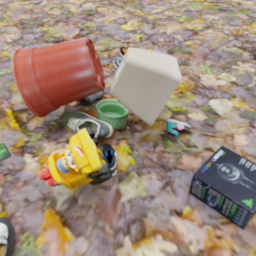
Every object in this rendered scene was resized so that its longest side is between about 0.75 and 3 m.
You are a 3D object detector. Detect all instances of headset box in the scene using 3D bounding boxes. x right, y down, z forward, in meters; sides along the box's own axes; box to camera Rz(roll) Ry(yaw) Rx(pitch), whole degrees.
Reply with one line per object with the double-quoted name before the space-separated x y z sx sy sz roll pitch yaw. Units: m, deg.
"headset box" 3.332 1.825 8.810 2.091 0.970 1.821 33 51 31

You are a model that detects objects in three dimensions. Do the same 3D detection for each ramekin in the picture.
"ramekin" -0.648 -0.555 11.583 1.380 0.674 1.380 6 35 -4

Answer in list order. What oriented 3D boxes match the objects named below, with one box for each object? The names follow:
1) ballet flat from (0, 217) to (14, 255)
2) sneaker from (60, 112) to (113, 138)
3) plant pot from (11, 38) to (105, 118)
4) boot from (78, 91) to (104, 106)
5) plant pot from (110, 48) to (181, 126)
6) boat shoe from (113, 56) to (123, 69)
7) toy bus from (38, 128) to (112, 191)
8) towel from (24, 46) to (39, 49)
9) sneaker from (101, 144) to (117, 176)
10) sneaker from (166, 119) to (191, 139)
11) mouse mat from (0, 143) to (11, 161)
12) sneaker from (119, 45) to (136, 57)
"ballet flat" -3.478 3.183 7.449 0.738 0.742 2.170 -10 42 -13
"sneaker" -1.795 -0.140 10.787 2.323 0.779 1.043 17 8 19
"plant pot" -2.401 -2.039 10.529 2.653 2.727 2.727 -15 41 7
"boot" -2.038 -1.683 13.160 1.705 0.595 1.122 38 50 21
"plant pot" 0.498 -1.713 10.113 1.841 2.077 2.079 24 32 -11
"boat shoe" -0.129 -3.342 14.822 0.874 0.721 2.333 -16 44 -17
"toy bus" -1.648 1.103 8.183 2.024 2.108 1.430 -21 73 -7
"towel" -5.384 -4.097 15.863 1.098 0.477 1.967 -17 45 -18
"sneaker" -0.657 0.904 9.953 0.540 0.827 1.479 -7 42 -8
"sneaker" 1.954 0.103 11.053 1.202 0.726 0.503 13 -4 -30
"mouse mat" -5.049 1.034 10.412 1.148 0.043 0.924 -27 49 -26
"sneaker" 0.160 -4.320 15.743 0.749 0.963 2.141 -18 45 -19
